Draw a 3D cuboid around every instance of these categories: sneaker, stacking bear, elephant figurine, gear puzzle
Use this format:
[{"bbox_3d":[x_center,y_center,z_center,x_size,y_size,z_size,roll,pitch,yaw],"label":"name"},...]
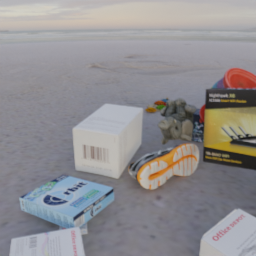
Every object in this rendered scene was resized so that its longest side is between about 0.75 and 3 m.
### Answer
[{"bbox_3d":[1.157,1.028,8.591,2.607,1.020,1.007,-12,13,-33],"label":"sneaker"},{"bbox_3d":[3.146,-0.829,9.262,1.251,2.200,1.336,41,58,8],"label":"stacking bear"},{"bbox_3d":[1.425,-0.002,8.828,1.392,1.269,1.794,32,46,-8],"label":"elephant figurine"},{"bbox_3d":[1.648,-1.202,14.631,1.176,0.297,2.271,20,30,38],"label":"gear puzzle"}]

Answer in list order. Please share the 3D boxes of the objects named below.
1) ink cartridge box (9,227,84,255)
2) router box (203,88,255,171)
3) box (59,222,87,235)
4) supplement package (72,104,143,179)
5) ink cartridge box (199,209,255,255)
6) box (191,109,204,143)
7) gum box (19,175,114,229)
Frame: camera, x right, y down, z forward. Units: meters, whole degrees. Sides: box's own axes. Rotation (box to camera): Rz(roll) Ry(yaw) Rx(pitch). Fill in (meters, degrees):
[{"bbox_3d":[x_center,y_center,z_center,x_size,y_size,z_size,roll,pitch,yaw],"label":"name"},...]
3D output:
[{"bbox_3d":[-1.548,2.563,5.410,1.354,0.580,1.000,-4,23,-15],"label":"ink cartridge box"},{"bbox_3d":[3.380,0.026,7.344,2.666,2.096,0.696,6,12,33],"label":"router box"},{"bbox_3d":[-1.308,2.233,6.715,0.640,0.169,0.821,-5,22,-9],"label":"box"},{"bbox_3d":[-0.572,0.317,9.479,1.514,1.519,2.589,8,24,18],"label":"supplement package"},{"bbox_3d":[2.497,2.538,5.170,1.396,0.805,1.924,-18,29,-37],"label":"ink cartridge box"},{"bbox_3d":[2.629,-0.127,11.057,1.501,1.114,0.804,9,25,22],"label":"box"},{"bbox_3d":[-1.520,1.797,7.066,1.795,0.400,1.525,8,18,31],"label":"gum box"}]
